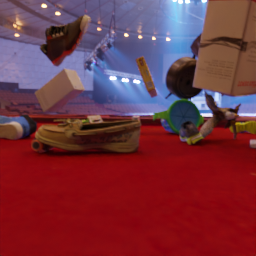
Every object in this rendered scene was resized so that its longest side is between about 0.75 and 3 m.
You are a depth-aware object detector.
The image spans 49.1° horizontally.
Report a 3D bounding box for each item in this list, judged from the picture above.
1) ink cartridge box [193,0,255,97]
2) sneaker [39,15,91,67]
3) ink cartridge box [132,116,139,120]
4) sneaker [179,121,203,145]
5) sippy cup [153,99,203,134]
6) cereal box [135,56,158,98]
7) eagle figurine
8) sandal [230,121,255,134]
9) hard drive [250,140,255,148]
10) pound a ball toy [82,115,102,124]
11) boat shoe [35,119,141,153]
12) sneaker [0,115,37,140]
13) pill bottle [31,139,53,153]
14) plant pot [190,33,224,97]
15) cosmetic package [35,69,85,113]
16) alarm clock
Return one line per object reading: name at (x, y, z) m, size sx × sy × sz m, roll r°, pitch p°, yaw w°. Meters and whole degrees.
ink cartridge box at (2.993, -2.417, 7.697) m, size 1.217 × 2.920 × 2.121 m, roll 20°, pitch 20°, yaw 38°
sneaker at (-2.028, -2.700, 8.449) m, size 0.972 × 0.915 × 2.374 m, roll 36°, pitch -38°, yaw -23°
ink cartridge box at (0.389, -0.139, 13.774) m, size 0.341 × 0.869 × 1.836 m, roll 0°, pitch 4°, yaw 3°
sneaker at (2.265, 0.092, 10.431) m, size 0.687 × 0.753 × 1.859 m, roll -23°, pitch 5°, yaw -3°
sippy cup at (2.429, -0.440, 13.807) m, size 2.218 × 1.742 × 1.625 m, roll 41°, pitch -14°, yaw -7°
cereal box at (0.744, -1.897, 10.833) m, size 0.352 × 1.282 × 1.781 m, roll -21°, pitch -6°, yaw 7°
eagle figurine at (3.438, -0.476, 10.853) m, size 2.328 × 1.767 × 1.757 m, roll -4°, pitch -27°, yaw -31°
sandal at (6.027, -0.020, 14.053) m, size 1.645 × 0.654 × 0.716 m, roll 5°, pitch 3°, yaw 40°
hard drive at (4.539, 0.555, 9.464) m, size 0.764 × 0.147 × 1.158 m, roll 2°, pitch 5°, yaw 24°
pound a ball toy at (-2.190, -0.134, 15.919) m, size 1.156 × 0.753 × 1.773 m, roll -25°, pitch -4°, yaw 18°
boat shoe at (-1.116, 0.096, 8.145) m, size 2.995 × 0.939 × 1.098 m, roll 4°, pitch 17°, yaw -15°
sneaker at (-5.108, -0.099, 12.311) m, size 2.521 × 0.968 × 1.403 m, roll 7°, pitch 13°, yaw 31°
pill bottle at (-2.549, 0.472, 8.404) m, size 0.486 × 0.486 × 0.916 m, roll 1°, pitch 5°, yaw 8°
plant pot at (3.455, -2.581, 9.800) m, size 2.151 × 2.129 × 2.151 m, roll -39°, pitch -6°, yaw -5°
cosmetic package at (-2.822, -1.494, 11.517) m, size 1.866 × 1.004 × 0.791 m, roll -30°, pitch -9°, yaw 24°
alarm clock at (2.974, -2.670, 13.639) m, size 2.016 × 2.989 × 0.995 m, roll 3°, pitch 21°, yaw -27°
